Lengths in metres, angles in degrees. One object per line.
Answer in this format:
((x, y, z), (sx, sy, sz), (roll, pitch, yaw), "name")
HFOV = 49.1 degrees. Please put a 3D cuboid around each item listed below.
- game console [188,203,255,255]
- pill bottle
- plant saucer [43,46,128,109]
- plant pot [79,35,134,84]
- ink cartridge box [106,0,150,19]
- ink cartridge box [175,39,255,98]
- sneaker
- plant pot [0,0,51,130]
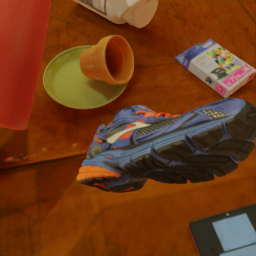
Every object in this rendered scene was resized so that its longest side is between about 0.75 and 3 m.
((2.281, 2.414, 5.567), (1.775, 0.275, 1.570), (-12, 58, -8), "game console")
((-0.546, -4.478, 9.229), (2.959, 1.638, 1.638), (36, 64, 20), "pill bottle")
((-1.170, -1.408, 7.997), (2.393, 0.372, 2.393), (0, 56, 0), "plant saucer")
((-0.662, -1.783, 7.633), (1.146, 1.251, 1.251), (1, 51, 37), "plant pot")
((0.266, -4.008, 7.095), (2.039, 0.857, 1.488), (-39, 101, -12), "ink cartridge box")
((2.535, -1.888, 8.299), (1.231, 0.433, 2.062), (-35, 62, -21), "ink cartridge box")
((0.193, 0.096, 2.814), (0.825, 2.191, 0.859), (23, 61, -37), "sneaker")
((-2.744, -1.571, 4.933), (2.812, 2.812, 2.488), (19, 87, 12), "plant pot")
